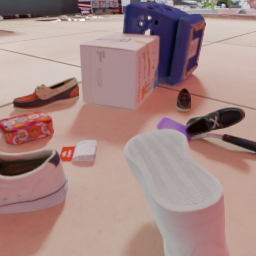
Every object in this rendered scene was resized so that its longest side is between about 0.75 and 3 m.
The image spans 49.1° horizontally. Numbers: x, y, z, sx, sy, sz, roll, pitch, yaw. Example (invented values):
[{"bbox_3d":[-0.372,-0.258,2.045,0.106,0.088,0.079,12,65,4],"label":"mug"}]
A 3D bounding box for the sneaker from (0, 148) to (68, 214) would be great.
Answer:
[{"bbox_3d":[-2.511,0.879,4.545,2.967,1.050,1.083,-10,28,-18],"label":"sneaker"}]

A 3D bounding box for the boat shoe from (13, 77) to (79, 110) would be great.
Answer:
[{"bbox_3d":[-2.584,-1.091,8.926,2.185,0.684,0.778,-18,33,-29],"label":"boat shoe"}]

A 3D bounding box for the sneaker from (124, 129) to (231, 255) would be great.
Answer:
[{"bbox_3d":[0.609,1.025,3.893,0.982,1.540,2.665,-14,17,1],"label":"sneaker"}]

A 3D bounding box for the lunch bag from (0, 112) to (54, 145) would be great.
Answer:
[{"bbox_3d":[-2.590,-0.038,7.078,1.217,0.499,1.072,-17,27,-32],"label":"lunch bag"}]

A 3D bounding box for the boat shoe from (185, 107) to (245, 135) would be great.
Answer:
[{"bbox_3d":[2.031,-0.124,6.627,1.419,0.510,0.480,-16,14,35],"label":"boat shoe"}]

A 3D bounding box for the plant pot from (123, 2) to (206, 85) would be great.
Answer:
[{"bbox_3d":[1.489,-3.376,11.277,2.550,2.836,2.836,19,31,22],"label":"plant pot"}]

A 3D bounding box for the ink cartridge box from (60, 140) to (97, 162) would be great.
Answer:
[{"bbox_3d":[-1.120,0.507,6.278,0.797,0.227,0.648,3,27,-4],"label":"ink cartridge box"}]

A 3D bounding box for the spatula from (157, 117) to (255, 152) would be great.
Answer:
[{"bbox_3d":[2.027,0.243,6.674,2.787,0.286,0.788,12,32,25],"label":"spatula"}]

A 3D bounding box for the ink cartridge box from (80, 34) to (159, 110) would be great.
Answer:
[{"bbox_3d":[-0.183,-1.979,9.342,1.843,1.876,2.548,10,29,18],"label":"ink cartridge box"}]

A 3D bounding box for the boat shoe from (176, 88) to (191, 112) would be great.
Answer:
[{"bbox_3d":[1.754,-0.897,8.822,0.461,0.416,1.282,4,27,9],"label":"boat shoe"}]
